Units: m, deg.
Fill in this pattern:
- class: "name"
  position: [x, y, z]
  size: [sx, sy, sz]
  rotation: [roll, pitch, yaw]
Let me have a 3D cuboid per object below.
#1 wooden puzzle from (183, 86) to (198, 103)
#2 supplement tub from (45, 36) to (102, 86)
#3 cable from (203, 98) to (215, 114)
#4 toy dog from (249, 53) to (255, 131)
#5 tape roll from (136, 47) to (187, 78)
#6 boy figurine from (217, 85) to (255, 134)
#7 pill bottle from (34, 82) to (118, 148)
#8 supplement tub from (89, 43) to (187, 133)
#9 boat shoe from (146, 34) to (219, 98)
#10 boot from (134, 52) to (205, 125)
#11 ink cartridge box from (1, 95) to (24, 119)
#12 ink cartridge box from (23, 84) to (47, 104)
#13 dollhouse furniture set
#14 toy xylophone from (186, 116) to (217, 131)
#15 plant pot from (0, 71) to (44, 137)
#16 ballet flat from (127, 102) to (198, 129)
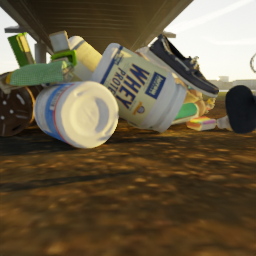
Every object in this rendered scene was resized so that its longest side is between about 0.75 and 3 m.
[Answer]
- class: "wooden puzzle"
  position: [1.456, -0.814, 8.362]
  size: [1.532, 0.179, 1.034]
  rotation: [-30, -43, 28]
- class: "supplement tub"
  position: [-1.191, -1.389, 8.762]
  size: [2.503, 1.808, 1.808]
  rotation: [40, 0, -11]
- class: "cable"
  position: [3.348, -0.811, 12.824]
  size: [0.499, 0.962, 1.981]
  rotation: [34, -8, 3]
- class: "toy dog"
  position: [3.736, -0.893, 7.283]
  size: [1.385, 2.101, 1.012]
  rotation: [15, 10, -15]
- class: "tape roll"
  position: [1.327, -1.867, 11.928]
  size: [1.944, 2.831, 2.831]
  rotation: [-1, 6, -44]
- class: "boy figurine"
  position: [1.979, -0.113, 4.027]
  size: [1.303, 0.675, 2.096]
  rotation: [-8, -14, 31]
- class: "pill bottle"
  position: [-1.329, -0.360, 6.270]
  size: [1.313, 1.313, 2.340]
  rotation: [-4, 9, -31]
- class: "supplement tub"
  position: [0.196, -0.978, 7.251]
  size: [2.232, 1.618, 1.618]
  rotation: [27, 4, -7]
- class: "boat shoe"
  position: [1.468, -1.588, 7.104]
  size: [2.183, 0.684, 0.793]
  rotation: [38, 22, 11]
- class: "boot"
  position: [1.467, -1.414, 9.726]
  size: [2.081, 2.846, 1.000]
  rotation: [-16, -6, -27]
- class: "ink cartridge box"
  position: [-4.002, -1.000, 9.719]
  size: [1.160, 1.593, 0.675]
  rotation: [3, 8, -20]
- class: "ink cartridge box"
  position: [-2.683, -0.801, 9.325]
  size: [0.524, 0.904, 1.224]
  rotation: [29, -9, 44]
- class: "dollhouse furniture set"
  position: [-2.035, -1.653, 6.339]
  size: [1.409, 1.079, 2.150]
  rotation: [-12, 22, 3]
- class: "toy xylophone"
  position: [2.278, -0.169, 8.514]
  size: [0.901, 0.309, 1.230]
  rotation: [-10, 10, -19]
- class: "plant pot"
  position: [-3.172, -0.604, 7.571]
  size: [1.742, 1.742, 1.724]
  rotation: [-1, 15, -10]
- class: "ballet flat"
  position: [1.030, -0.279, 8.358]
  size: [2.117, 0.735, 0.735]
  rotation: [-10, 7, -1]
